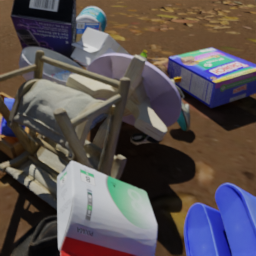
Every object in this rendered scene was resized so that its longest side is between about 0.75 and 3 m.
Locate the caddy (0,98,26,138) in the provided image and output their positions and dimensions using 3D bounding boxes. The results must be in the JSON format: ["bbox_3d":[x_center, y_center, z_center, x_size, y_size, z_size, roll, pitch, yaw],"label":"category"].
[{"bbox_3d":[-2.980,-0.265,7.515,0.737,0.992,1.403,6,12,-25],"label":"caddy"}]

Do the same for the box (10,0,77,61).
[{"bbox_3d":[-3.004,-3.780,10.559,2.019,2.729,1.424,5,72,-7],"label":"box"}]

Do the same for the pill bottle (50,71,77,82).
[{"bbox_3d":[-2.047,-1.638,9.470,1.094,0.595,0.595,-19,38,-12],"label":"pill bottle"}]

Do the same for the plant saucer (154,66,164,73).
[{"bbox_3d":[0.901,-1.925,10.021,0.806,0.119,0.806,-4,63,8],"label":"plant saucer"}]

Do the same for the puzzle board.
[{"bbox_3d":[-2.651,-3.907,12.762,2.698,0.235,2.034,3,73,8],"label":"puzzle board"}]

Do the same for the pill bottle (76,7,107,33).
[{"bbox_3d":[-2.014,-5.158,14.423,1.537,1.537,2.775,2,36,3],"label":"pill bottle"}]

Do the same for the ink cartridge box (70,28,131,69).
[{"bbox_3d":[-0.955,-2.579,10.112,1.266,1.233,1.969,30,0,36],"label":"ink cartridge box"}]

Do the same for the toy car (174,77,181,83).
[{"bbox_3d":[1.523,-1.468,9.565,0.340,1.023,0.502,-8,54,-6],"label":"toy car"}]

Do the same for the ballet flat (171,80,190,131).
[{"bbox_3d":[1.511,-0.708,8.226,0.511,0.552,1.638,-25,85,-17],"label":"ballet flat"}]

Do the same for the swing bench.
[{"bbox_3d":[-1.507,0.104,5.907,2.660,2.674,1.735,24,39,30],"label":"swing bench"}]

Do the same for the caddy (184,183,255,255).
[{"bbox_3d":[1.652,1.804,4.161,1.012,1.363,1.929,33,31,-18],"label":"caddy"}]

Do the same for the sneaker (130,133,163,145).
[{"bbox_3d":[0.459,0.274,7.389,0.855,0.323,0.492,-1,-11,-11],"label":"sneaker"}]

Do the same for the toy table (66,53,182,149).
[{"bbox_3d":[-0.041,-0.714,6.888,2.723,2.503,1.595,20,28,8],"label":"toy table"}]

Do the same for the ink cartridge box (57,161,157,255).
[{"bbox_3d":[-0.184,1.371,3.606,1.453,0.452,1.805,29,21,-30],"label":"ink cartridge box"}]

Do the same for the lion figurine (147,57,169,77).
[{"bbox_3d":[1.237,-2.382,11.056,1.324,0.783,2.162,5,40,30],"label":"lion figurine"}]

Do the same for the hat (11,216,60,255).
[{"bbox_3d":[-1.368,2.003,4.978,1.473,0.594,1.473,1,35,-1],"label":"hat"}]

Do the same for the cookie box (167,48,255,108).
[{"bbox_3d":[3.012,-1.901,10.008,2.209,0.970,2.583,-18,37,-22],"label":"cookie box"}]

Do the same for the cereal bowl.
[{"bbox_3d":[-2.635,-1.786,9.698,2.381,0.992,2.381,26,25,-14],"label":"cereal bowl"}]

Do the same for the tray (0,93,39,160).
[{"bbox_3d":[-3.494,-0.143,8.138,2.858,0.529,1.410,25,42,33],"label":"tray"}]

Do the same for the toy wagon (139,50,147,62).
[{"bbox_3d":[0.421,-2.444,10.681,0.841,1.084,0.214,35,4,37],"label":"toy wagon"}]

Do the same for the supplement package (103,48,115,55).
[{"bbox_3d":[-0.428,-1.364,8.426,1.432,1.369,1.053,41,7,-5],"label":"supplement package"}]
